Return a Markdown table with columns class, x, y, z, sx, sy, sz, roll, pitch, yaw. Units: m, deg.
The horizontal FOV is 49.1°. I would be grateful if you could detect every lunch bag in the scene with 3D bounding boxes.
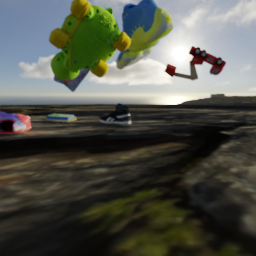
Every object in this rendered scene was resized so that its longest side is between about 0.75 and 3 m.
| class | x | y | z | sx | sy | sz | roll | pitch | yaw |
| --- | --- | --- | --- | --- | --- | --- | --- | --- | --- |
| lunch bag | -2.399 | -3.115 | 13.137 | 1.437 | 2.260 | 1.916 | 30 | 21 | -31 |

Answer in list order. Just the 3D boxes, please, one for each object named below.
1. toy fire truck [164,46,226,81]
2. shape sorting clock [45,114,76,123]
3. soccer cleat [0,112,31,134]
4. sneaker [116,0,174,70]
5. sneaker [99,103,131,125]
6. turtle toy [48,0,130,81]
| class | x | y | z | sx | sy | sz | roll | pitch | yaw |
| --- | --- | --- | --- | --- | --- | --- | --- | --- | --- |
| toy fire truck | 3.193 | -2.940 | 13.514 | 2.497 | 1.761 | 0.609 | 27 | 28 | 3 |
| shape sorting clock | -3.471 | -0.484 | 14.427 | 1.589 | 0.312 | 1.589 | 4 | 9 | -1 |
| soccer cleat | -4.499 | -0.161 | 9.702 | 2.377 | 0.793 | 0.909 | 4 | 14 | 20 |
| sneaker | 0.247 | -3.123 | 9.192 | 1.085 | 1.505 | 2.866 | -31 | 1 | -39 |
| sneaker | -0.608 | -0.690 | 13.285 | 1.737 | 0.972 | 0.635 | 4 | 7 | 32 |
| turtle toy | -1.266 | -2.321 | 7.832 | 1.835 | 2.518 | 1.273 | 34 | 18 | -29 |
